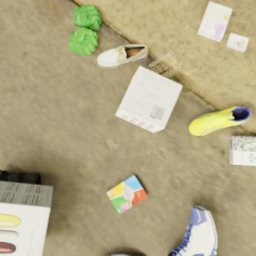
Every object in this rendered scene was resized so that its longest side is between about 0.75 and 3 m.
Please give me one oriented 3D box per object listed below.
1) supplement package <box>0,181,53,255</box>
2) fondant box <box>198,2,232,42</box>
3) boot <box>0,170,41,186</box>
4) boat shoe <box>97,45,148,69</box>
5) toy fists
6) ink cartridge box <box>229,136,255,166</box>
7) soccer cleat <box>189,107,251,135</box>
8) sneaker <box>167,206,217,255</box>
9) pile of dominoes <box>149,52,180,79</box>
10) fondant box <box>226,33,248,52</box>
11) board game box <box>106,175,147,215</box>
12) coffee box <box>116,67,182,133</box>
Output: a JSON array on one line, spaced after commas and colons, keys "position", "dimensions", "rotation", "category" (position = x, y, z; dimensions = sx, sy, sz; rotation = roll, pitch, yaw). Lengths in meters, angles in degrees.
[{"position": [-3.841, 3.124, 9.180], "dimensions": [2.308, 1.697, 2.207], "rotation": [9, 99, -14], "category": "supplement package"}, {"position": [3.659, -4.477, 11.827], "dimensions": [1.007, 0.406, 1.396], "rotation": [21, 82, 3], "category": "fondant box"}, {"position": [-4.226, 2.679, 10.373], "dimensions": [1.676, 0.843, 2.241], "rotation": [9, 81, 0], "category": "boot"}, {"position": [-0.235, -3.008, 11.405], "dimensions": [2.142, 0.732, 0.800], "rotation": [-15, 81, -3], "category": "boat shoe"}, {"position": [-1.741, -4.076, 11.593], "dimensions": [1.112, 0.750, 2.182], "rotation": [7, 79, 1], "category": "toy fists"}, {"position": [4.977, 0.925, 10.844], "dimensions": [1.976, 0.497, 1.076], "rotation": [4, 81, 2], "category": "ink cartridge box"}, {"position": [3.535, -0.324, 10.801], "dimensions": [2.426, 1.015, 0.784], "rotation": [-15, 81, -3], "category": "soccer cleat"}, {"position": [2.205, 4.309, 9.940], "dimensions": [1.653, 1.156, 2.862], "rotation": [-2, 82, -2], "category": "sneaker"}, {"position": [1.547, -2.536, 11.604], "dimensions": [1.191, 0.190, 0.929], "rotation": [-33, 82, -5], "category": "pile of dominoes"}, {"position": [4.586, -3.581, 11.765], "dimensions": [0.772, 0.225, 0.557], "rotation": [19, 81, 4], "category": "fondant box"}, {"position": [-0.054, 2.543, 10.698], "dimensions": [1.260, 0.254, 0.964], "rotation": [-32, 82, -5], "category": "board game box"}, {"position": [0.700, -0.979, 10.460], "dimensions": [1.710, 1.694, 1.713], "rotation": [25, 82, -5], "category": "coffee box"}]
